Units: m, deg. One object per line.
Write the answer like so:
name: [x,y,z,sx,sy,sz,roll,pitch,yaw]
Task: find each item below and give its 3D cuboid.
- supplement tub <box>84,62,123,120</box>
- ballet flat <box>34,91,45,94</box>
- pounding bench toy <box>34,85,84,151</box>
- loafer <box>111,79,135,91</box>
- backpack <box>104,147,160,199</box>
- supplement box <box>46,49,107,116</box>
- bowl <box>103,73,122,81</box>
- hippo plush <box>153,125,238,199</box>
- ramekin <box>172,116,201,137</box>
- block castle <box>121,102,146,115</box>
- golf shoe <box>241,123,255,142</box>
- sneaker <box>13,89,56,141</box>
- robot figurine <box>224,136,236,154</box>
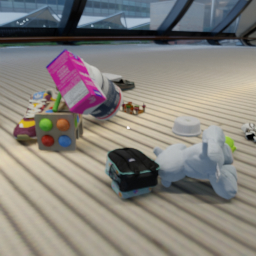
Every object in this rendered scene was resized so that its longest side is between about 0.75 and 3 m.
supplement tub: [-1.260,-1.256,9.864,1.463,1.463,2.085,15,-11,34]
ballet flat: [-4.248,-1.667,13.890,0.872,0.303,0.303,-10,23,-22]
pounding bench toy: [-2.026,-0.364,8.202,1.103,1.775,1.384,0,22,2]
loafer: [-0.391,-2.351,15.111,2.055,0.646,0.738,-19,28,-41]
backpack: [0.024,0.925,6.091,1.001,0.873,1.139,-9,33,-27]
supplement box: [-1.431,-1.224,7.721,0.827,1.600,0.810,-36,-17,18]
bowl: [-1.392,-2.600,15.782,1.729,0.646,1.732,-20,27,-41]
hippo plush: [1.409,0.908,6.081,1.509,1.495,1.876,-20,3,29]
ramekin: [1.956,-0.071,9.342,0.969,0.451,0.969,-1,20,0]
block castle: [0.205,-0.855,11.450,0.928,0.435,0.620,19,28,40]
golf shoe: [3.855,0.137,8.847,0.517,0.426,1.095,-5,20,-14]
sneaker: [-3.085,-0.511,9.382,1.031,1.239,2.751,1,21,2]
robot figurine: [2.617,0.508,7.781,0.812,0.470,0.712,-17,46,-41]
